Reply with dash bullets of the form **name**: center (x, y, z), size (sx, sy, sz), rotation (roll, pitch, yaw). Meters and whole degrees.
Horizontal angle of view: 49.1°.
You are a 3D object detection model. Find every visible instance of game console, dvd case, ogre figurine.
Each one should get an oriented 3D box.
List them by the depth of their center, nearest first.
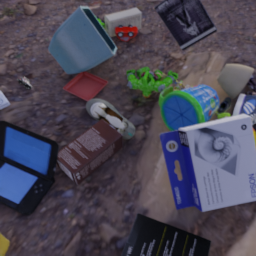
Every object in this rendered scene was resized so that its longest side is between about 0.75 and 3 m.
- **game console**: center (-3.706, 1.252, 9.096), size (2.440, 1.420, 2.146), rotation (20, 54, 16)
- **ogre figurine**: center (0.860, -2.028, 11.979), size (2.229, 1.094, 1.336), rotation (24, 43, 5)
- **dvd case**: center (2.602, -4.912, 12.628), size (1.827, 2.457, 0.196), rotation (-24, 29, 35)

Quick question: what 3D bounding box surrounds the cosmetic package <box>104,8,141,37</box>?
- **cosmetic package**: center (-0.257, -5.638, 14.953), size (1.862, 0.964, 0.680), rotation (-21, 54, -17)

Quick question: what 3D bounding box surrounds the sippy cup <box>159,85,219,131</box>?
- **sippy cup**: center (2.470, -0.772, 10.626), size (1.757, 1.883, 2.398), rotation (-30, 87, -34)

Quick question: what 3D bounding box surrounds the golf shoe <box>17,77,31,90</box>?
- **golf shoe**: center (-4.527, -2.017, 12.443), size (0.879, 0.339, 0.387), rotation (34, 52, 24)

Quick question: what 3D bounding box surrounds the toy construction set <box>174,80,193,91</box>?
- **toy construction set**: center (2.422, -1.679, 11.842), size (0.501, 0.712, 1.087), rotation (-47, 24, -1)

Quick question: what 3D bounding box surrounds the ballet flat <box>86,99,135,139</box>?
- **ballet flat**: center (-0.792, -0.480, 10.773), size (2.544, 0.810, 0.857), rotation (36, 92, 24)

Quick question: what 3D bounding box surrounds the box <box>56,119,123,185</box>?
- **box**: center (-1.341, 0.803, 9.853), size (1.123, 0.840, 2.242), rotation (37, 62, 27)

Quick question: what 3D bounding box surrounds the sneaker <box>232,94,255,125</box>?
- **sneaker**: center (4.900, -0.418, 10.762), size (1.639, 0.902, 2.238), rotation (18, 48, 19)

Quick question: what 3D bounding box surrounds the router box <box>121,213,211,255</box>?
- **router box**: center (0.741, 4.010, 7.287), size (2.199, 0.753, 2.948), rotation (18, 53, 14)

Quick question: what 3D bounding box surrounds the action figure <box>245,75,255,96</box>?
- **action figure**: center (5.459, -1.722, 12.091), size (1.045, 0.557, 1.607), rotation (-11, 55, -17)

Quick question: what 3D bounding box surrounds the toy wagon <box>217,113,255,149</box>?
- **toy wagon**: center (3.464, 0.482, 9.350), size (2.524, 0.499, 1.958), rotation (5, 73, -37)

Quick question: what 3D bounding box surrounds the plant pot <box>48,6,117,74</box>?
- **plant pot**: center (-2.096, -3.615, 12.233), size (2.288, 2.246, 2.240), rotation (-32, 19, 14)

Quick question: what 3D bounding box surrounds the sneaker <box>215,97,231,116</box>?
- **sneaker**: center (3.972, -0.927, 11.479), size (0.403, 0.442, 1.092), rotation (26, 56, 20)

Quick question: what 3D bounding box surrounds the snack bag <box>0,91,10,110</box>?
- **snack bag**: center (-6.177, -1.064, 11.751), size (1.878, 0.201, 1.771), rotation (-32, 57, -24)

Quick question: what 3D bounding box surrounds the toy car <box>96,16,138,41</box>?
- **toy car**: center (-1.291, -5.025, 14.667), size (2.909, 0.649, 2.737), rotation (-28, 56, -22)

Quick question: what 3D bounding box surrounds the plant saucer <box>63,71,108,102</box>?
- **plant saucer**: center (-1.852, -1.791, 12.296), size (1.447, 0.266, 1.444), rotation (27, 56, 19)

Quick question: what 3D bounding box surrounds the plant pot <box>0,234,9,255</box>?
- **plant pot**: center (-3.734, 3.357, 7.731), size (0.770, 0.765, 0.787), rotation (41, 53, 3)

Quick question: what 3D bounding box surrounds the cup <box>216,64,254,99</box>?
- **cup**: center (4.317, -2.071, 11.637), size (1.024, 1.432, 1.432), rotation (32, 57, 6)

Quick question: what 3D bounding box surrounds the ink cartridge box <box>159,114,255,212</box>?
- **ink cartridge box**: center (2.459, 1.126, 8.275), size (2.608, 2.603, 0.529), rotation (-14, 10, 4)
